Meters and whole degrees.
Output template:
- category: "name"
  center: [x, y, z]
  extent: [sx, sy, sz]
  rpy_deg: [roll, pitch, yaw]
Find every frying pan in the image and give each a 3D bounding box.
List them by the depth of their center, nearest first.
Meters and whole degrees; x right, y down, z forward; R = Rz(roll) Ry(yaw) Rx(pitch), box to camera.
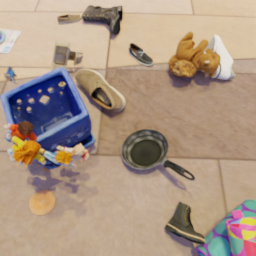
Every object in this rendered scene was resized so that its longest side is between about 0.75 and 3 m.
- category: "frying pan"
  center: [1.101, 0.862, 9.715]
  extent: [2.815, 0.458, 1.703]
  rpy_deg: [10, 55, 22]

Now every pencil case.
- category: "pencil case"
  center: [3.290, 3.638, 7.137]
  extent: [1.245, 1.245, 2.818]
  rpy_deg: [-8, 87, -6]
- category: "pencil case"
  center: [3.161, 3.159, 8.132]
  extent: [2.477, 1.054, 1.145]
  rpy_deg: [-34, 45, -20]

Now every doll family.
- category: "doll family"
  center: [-2.264, 0.758, 7.636]
  extent: [2.512, 1.559, 1.132]
  rpy_deg: [26, 61, -28]

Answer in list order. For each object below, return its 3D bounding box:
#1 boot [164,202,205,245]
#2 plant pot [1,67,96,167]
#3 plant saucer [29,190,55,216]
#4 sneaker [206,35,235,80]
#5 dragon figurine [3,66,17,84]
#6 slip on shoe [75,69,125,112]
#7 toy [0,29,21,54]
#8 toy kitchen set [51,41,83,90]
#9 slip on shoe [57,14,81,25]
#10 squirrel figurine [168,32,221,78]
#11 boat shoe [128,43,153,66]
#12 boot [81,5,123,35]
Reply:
- category: "boot"
  center: [1.766, 2.735, 8.227]
  extent: [1.434, 0.555, 0.992]
  rpy_deg: [3, 57, 54]
- category: "plant pot"
  center: [-2.551, -0.209, 9.619]
  extent: [2.398, 2.156, 2.398]
  rpy_deg: [-27, 59, -8]
- category: "plant saucer"
  center: [-2.819, 2.436, 9.178]
  extent: [0.843, 0.136, 0.843]
  rpy_deg: [0, 55, 0]
- category: "sneaker"
  center: [4.134, -3.151, 12.590]
  extent: [0.978, 0.928, 2.429]
  rpy_deg: [6, 62, -6]
- category: "dragon figurine"
  center: [-5.115, -2.361, 12.307]
  extent: [1.013, 0.298, 0.504]
  rpy_deg: [32, 62, 21]
- category: "slip on shoe"
  center: [-1.276, -1.518, 11.260]
  extent: [2.588, 0.984, 0.784]
  rpy_deg: [42, 29, 17]
- category: "toy"
  center: [-6.974, -4.555, 13.552]
  extent: [2.938, 0.694, 1.692]
  rpy_deg: [8, 57, 5]
- category: "toy kitchen set"
  center: [-2.514, -2.552, 11.767]
  extent: [1.229, 1.506, 1.359]
  rpy_deg: [3, 55, -21]
- category: "slip on shoe"
  center: [-3.055, -5.708, 14.510]
  extent: [1.254, 0.380, 0.477]
  rpy_deg: [-14, 57, -9]
- category: "squirrel figurine"
  center: [2.800, -2.739, 11.864]
  extent: [2.064, 1.461, 1.927]
  rpy_deg: [-39, 53, -3]
- category: "boat shoe"
  center: [0.570, -3.372, 12.881]
  extent: [0.531, 0.500, 1.479]
  rpy_deg: [-36, 65, -23]
- category: "boot"
  center: [-1.375, -5.524, 14.239]
  extent: [2.031, 0.808, 2.333]
  rpy_deg: [4, 50, 6]
